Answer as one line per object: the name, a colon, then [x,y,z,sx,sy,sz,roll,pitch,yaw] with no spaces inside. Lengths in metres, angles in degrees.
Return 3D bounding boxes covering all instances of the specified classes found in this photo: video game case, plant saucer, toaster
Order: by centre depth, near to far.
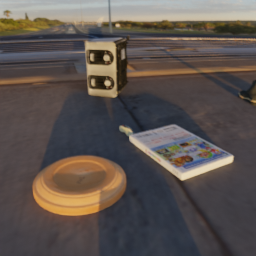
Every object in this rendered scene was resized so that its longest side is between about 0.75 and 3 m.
plant saucer: [-1.160,1.243,6.804,2.227,0.359,2.227,0,24,0]
video game case: [1.486,0.603,8.429,1.869,0.235,2.610,-12,26,-27]
toaster: [-0.988,-3.193,14.165,1.723,2.626,2.904,5,24,12]

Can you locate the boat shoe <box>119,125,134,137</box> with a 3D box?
boat shoe: [-0.005,0.092,9.590,0.242,0.276,0.774,-10,22,-33]

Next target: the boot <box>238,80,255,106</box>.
boot: [5.673,-1.776,12.841,0.614,1.096,1.585,-4,23,-10]
